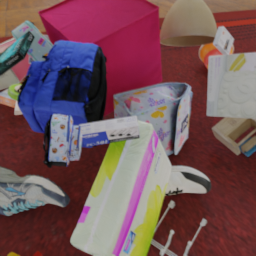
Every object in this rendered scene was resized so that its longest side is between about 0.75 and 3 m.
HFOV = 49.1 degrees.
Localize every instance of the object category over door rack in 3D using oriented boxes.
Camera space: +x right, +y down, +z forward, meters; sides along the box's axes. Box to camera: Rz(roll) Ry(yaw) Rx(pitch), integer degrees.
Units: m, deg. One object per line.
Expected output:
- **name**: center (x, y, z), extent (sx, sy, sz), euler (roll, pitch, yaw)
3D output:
- **over door rack**: center (1.226, 2.629, 7.238), extent (1.087, 0.490, 1.471), euler (25, 52, 28)

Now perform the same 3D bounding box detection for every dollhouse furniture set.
- **dollhouse furniture set**: center (4.511, -0.255, 10.433), extent (2.836, 1.998, 1.987), euler (-39, 44, -1)

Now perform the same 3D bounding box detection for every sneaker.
- **sneaker**: center (1.018, 1.718, 8.339), extent (2.801, 1.032, 1.120), euler (5, 53, 13)
- **sneaker**: center (-3.012, 2.006, 7.978), extent (2.781, 1.079, 1.200), euler (9, 56, 15)

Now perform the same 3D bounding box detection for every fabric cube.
- **fabric cube**: center (-0.841, -2.799, 9.896), extent (2.941, 2.989, 2.998), euler (-33, 54, -15)

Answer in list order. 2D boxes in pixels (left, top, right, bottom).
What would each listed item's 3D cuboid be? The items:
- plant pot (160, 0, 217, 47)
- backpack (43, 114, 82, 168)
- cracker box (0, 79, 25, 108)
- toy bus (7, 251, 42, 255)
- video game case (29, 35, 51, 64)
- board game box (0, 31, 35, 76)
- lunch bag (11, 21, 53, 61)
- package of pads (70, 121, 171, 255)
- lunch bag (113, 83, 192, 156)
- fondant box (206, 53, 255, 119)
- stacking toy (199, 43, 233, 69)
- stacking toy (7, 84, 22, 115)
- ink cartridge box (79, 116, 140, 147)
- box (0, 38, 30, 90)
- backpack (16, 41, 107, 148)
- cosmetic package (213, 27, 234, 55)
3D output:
- **plant pot**: center (2.431, -4.281, 11.314), extent (2.323, 1.560, 2.323), euler (0, 6, 0)
- **backpack**: center (-1.056, 0.174, 4.498), extent (0.643, 0.795, 0.835), euler (-4, 9, -15)
- **cracker box**: center (-4.860, -1.572, 12.814), extent (1.148, 0.494, 1.714), euler (18, 40, 21)
- **toy bus**: center (-2.362, 3.314, 6.379), extent (1.160, 0.599, 1.095), euler (-15, 40, -18)
- **video game case**: center (-3.200, -3.027, 10.960), extent (1.274, 1.161, 0.140), euler (4, 5, -10)
- **board game box**: center (-2.400, -1.447, 5.680), extent (0.947, 0.197, 1.401), euler (-32, 33, 11)
- **lunch bag**: center (-2.707, -2.406, 8.855), extent (0.749, 1.943, 1.559), euler (-43, 10, -2)
- **package of pads**: center (0.079, 1.612, 6.614), extent (1.012, 2.292, 2.967), euler (9, 62, 27)
- **lunch bag**: center (1.012, -0.185, 9.535), extent (2.687, 2.279, 1.708), euler (-17, 38, -22)
- **fondant box**: center (3.287, -1.098, 7.314), extent (2.308, 1.665, 0.672), euler (5, 9, 35)
- **stacking toy**: center (4.674, -3.269, 14.520), extent (1.805, 1.805, 2.470), euler (2, 57, 2)
- **stacking toy**: center (-3.573, -1.534, 11.668), extent (2.488, 1.161, 2.748), euler (1, 34, -31)
- **ink cartridge box**: center (-0.364, 0.079, 5.683), extent (1.164, 0.547, 0.257), euler (-9, 60, 0)
- **box**: center (-5.805, -3.184, 13.621), extent (1.770, 1.508, 2.769), euler (-15, 33, 17)
- **backpack**: center (-1.507, -1.017, 7.025), extent (1.994, 1.931, 2.376), euler (11, 62, -1)
- **cosmetic package**: center (2.968, -2.683, 8.697), extent (0.765, 0.577, 0.198), euler (23, -8, -43)
